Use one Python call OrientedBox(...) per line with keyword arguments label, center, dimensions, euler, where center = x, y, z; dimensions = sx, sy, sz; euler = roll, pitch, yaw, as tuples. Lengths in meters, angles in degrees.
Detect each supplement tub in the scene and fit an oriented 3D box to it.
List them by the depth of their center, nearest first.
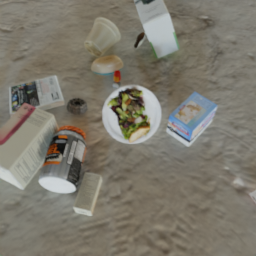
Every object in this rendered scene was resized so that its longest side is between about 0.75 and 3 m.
OrientedBox(label="supplement tub", center=(-2.070, 1.001, 9.181), dimensions=(1.229, 1.229, 2.005), euler=(5, 54, 4))

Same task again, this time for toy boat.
OrientedBox(label="toy boat", center=(-0.770, -2.380, 11.855), dimensions=(1.423, 0.787, 1.693), euler=(-17, 48, -21))

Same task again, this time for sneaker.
OrientedBox(label="sneaker", center=(0.556, -4.108, 12.964), dimensions=(0.323, 0.886, 0.375), euler=(40, 40, 1))

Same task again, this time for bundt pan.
OrientedBox(label="bundt pan", center=(-1.988, -0.887, 10.916), dimensions=(0.836, 0.314, 0.836), euler=(6, 41, -5))

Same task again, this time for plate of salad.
OrientedBox(label="plate of salad", center=(0.140, -0.434, 9.882), dimensions=(2.113, 2.113, 0.507), euler=(-4, 13, -3))

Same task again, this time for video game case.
OrientedBox(label="video game case", center=(-3.637, -1.268, 11.003), dimensions=(1.962, 0.252, 2.159), euler=(-17, 40, -12))

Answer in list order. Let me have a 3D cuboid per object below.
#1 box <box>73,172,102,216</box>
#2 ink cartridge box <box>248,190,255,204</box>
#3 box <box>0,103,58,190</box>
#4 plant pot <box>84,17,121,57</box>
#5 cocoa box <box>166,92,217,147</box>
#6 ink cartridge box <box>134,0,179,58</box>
OrientedBox(label="box", center=(-1.260, 2.083, 8.884), dimensions=(0.579, 0.474, 1.218), euler=(12, 56, 8))
OrientedBox(label="ink cartridge box", center=(4.292, 2.174, 8.992), dimensions=(0.807, 0.203, 0.440), euler=(-21, 58, -13))
OrientedBox(label="box", center=(-3.468, 0.588, 9.315), dimensions=(1.256, 1.474, 2.305), euler=(23, 58, 15))
OrientedBox(label="plant pot", center=(-1.263, -4.004, 12.705), dimensions=(1.410, 1.410, 1.291), euler=(26, 71, 17))
OrientedBox(label="cocoa box", center=(2.308, -0.335, 10.217), dimensions=(1.050, 1.034, 1.575), euler=(38, 63, 23))
OrientedBox(label="ink cartridge box", center=(1.206, -4.933, 12.664), dimensions=(1.175, 2.074, 2.829), euler=(-21, 54, 13))
